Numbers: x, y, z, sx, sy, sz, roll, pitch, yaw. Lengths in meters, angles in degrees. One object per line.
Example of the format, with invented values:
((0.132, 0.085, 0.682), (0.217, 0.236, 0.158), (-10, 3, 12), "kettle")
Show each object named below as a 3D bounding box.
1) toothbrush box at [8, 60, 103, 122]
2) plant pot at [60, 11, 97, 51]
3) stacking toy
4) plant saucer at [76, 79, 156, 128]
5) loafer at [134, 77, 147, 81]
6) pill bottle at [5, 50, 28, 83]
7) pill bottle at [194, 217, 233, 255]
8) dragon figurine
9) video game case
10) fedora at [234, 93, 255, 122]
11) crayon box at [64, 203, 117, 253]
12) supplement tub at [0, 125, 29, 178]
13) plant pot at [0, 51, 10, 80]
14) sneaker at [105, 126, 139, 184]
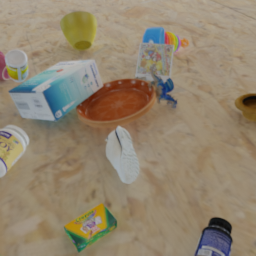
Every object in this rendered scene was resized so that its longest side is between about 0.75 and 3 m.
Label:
((-2.618, -1.484, 10.523), (2.023, 1.179, 2.764), (7, 35, 36), "toothbrush box")
((-2.527, -4.941, 14.779), (1.954, 1.954, 1.387), (-8, 77, -10), "plant pot")
((2.142, -4.346, 14.363), (2.632, 1.528, 1.445), (-13, 21, -34), "stacking toy")
((-0.439, -0.927, 10.414), (2.990, 0.483, 2.990), (-10, 36, 7), "plant saucer")
((0.382, -2.095, 12.236), (0.872, 0.304, 0.305), (0, -2, 13), "loafer")
((-4.012, -2.185, 10.155), (0.720, 1.319, 0.720), (6, 68, -15), "pill bottle")
((1.913, 2.649, 6.218), (0.703, 0.703, 1.256), (18, 43, 21), "pill bottle")
((1.294, -1.549, 10.477), (0.997, 2.004, 0.590), (-32, 30, -29), "dragon figurine")
((1.196, -2.966, 12.624), (1.550, 0.195, 1.703), (7, 82, 9), "video game case")
((4.767, -0.695, 10.350), (1.613, 0.658, 1.613), (-6, 37, 4), "fedora")
((-0.903, 2.403, 6.814), (1.113, 0.324, 0.661), (-26, 46, -28), "crayon box")
((-3.735, 0.673, 8.338), (1.026, 1.026, 1.412), (11, 40, 13), "supplement tub")
((-5.782, -2.751, 12.524), (1.149, 1.283, 1.283), (29, 45, 8), "plant pot")
((-0.241, 0.890, 8.426), (0.788, 0.748, 1.957), (-34, 43, 22), "sneaker")
